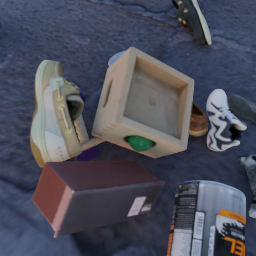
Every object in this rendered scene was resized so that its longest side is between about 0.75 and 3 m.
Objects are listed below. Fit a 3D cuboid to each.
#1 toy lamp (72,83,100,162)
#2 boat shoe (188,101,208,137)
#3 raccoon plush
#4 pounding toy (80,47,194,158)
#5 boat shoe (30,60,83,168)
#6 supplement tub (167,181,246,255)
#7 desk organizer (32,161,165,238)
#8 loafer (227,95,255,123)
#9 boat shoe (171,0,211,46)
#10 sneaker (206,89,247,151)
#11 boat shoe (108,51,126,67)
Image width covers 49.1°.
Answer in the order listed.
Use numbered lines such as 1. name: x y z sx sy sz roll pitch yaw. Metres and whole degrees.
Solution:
1. toy lamp: -1.210 -0.226 6.817 0.623 0.623 2.140 -14 59 -11
2. boat shoe: 1.310 -0.608 7.095 0.693 0.650 1.925 -28 51 -18
3. raccoon plush: 2.591 1.123 5.894 0.621 0.860 1.284 41 82 -20
4. pounding toy: 0.070 -0.247 6.007 1.976 1.526 2.147 22 66 -23
5. boat shoe: -1.462 -0.455 6.133 0.970 1.082 2.923 -8 52 -3
6. supplement tub: 1.268 1.955 4.597 1.195 1.195 1.950 9 66 7
7. desk organizer: -0.428 1.115 4.969 2.228 0.799 0.858 7 21 -48
8. loafer: 3.147 -0.466 7.240 1.272 0.457 0.400 37 40 18
9. boat shoe: 2.138 -3.732 9.563 0.862 1.007 2.752 -23 57 19
10. sneaker: 2.268 -0.237 6.299 0.591 0.964 1.481 17 75 -23
11. boat shoe: -0.121 -1.553 7.884 0.767 0.661 2.130 -15 33 10
